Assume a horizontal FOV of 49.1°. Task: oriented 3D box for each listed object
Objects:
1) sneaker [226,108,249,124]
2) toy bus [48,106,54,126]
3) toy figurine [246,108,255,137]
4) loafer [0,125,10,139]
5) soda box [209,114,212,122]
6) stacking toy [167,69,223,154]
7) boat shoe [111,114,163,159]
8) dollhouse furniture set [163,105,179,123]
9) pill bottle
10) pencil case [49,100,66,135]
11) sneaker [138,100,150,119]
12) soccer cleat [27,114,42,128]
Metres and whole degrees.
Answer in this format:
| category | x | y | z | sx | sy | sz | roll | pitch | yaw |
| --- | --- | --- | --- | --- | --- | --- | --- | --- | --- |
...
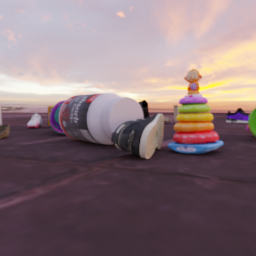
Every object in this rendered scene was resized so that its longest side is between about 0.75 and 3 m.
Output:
| category | x | y | z | sx | sy | sz | roll | pitch | yaw |
| --- | --- | --- | --- | --- | --- | --- | --- | --- | --- |
| sneaker | 6.057 | -0.659 | 14.840 | 1.652 | 0.822 | 0.574 | 1 | 4 | 19 |
| toy bus | -2.273 | -0.561 | 12.828 | 2.761 | 0.898 | 1.081 | -3 | 5 | -38 |
| toy figurine | 4.031 | -0.216 | 7.757 | 2.255 | 1.693 | 2.075 | -24 | -9 | -2 |
| loafer | -3.425 | 0.156 | 7.654 | 0.320 | 0.284 | 0.841 | -4 | 20 | 1 |
| soda box | 3.759 | -0.429 | 13.652 | 0.577 | 0.545 | 1.703 | 1 | 4 | 15 |
| stacking toy | 1.244 | -0.328 | 5.259 | 0.903 | 1.556 | 0.854 | 0 | 4 | 35 |
| boat shoe | 0.295 | 0.085 | 5.365 | 0.685 | 0.727 | 2.025 | 6 | 8 | 17 |
| dollhouse furniture set | 1.682 | -0.665 | 14.263 | 1.801 | 0.797 | 0.934 | -4 | -1 | 16 |
| pill bottle | -0.659 | -0.223 | 6.499 | 1.162 | 1.162 | 2.005 | -4 | 5 | -41 |
| pencil case | -1.985 | -0.389 | 9.139 | 1.004 | 1.091 | 2.360 | 38 | -4 | -13 |
| sneaker | 0.572 | -0.458 | 9.643 | 0.377 | 1.009 | 0.536 | -21 | -1 | -15 |
| soccer cleat | -3.899 | -0.294 | 11.623 | 0.463 | 0.573 | 1.326 | 0 | 5 | -7 |
